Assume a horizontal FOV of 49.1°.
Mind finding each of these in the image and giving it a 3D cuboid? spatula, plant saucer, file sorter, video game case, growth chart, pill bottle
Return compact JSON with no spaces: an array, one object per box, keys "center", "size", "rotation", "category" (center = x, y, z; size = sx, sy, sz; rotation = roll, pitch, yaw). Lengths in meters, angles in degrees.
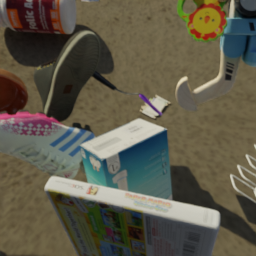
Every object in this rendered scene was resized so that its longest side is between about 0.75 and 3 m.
[{"center":[-0.136,-0.934,6.895],"size":[2.285,0.646,0.235],"rotation":[28,102,4],"category":"spatula"},{"center":[-2.881,-0.570,5.297],"size":[1.863,1.863,0.301],"rotation":[-17,67,-10],"category":"plant saucer"},{"center":[2.633,0.819,5.431],"size":[0.726,0.809,1.165],"rotation":[32,108,4],"category":"file sorter"},{"center":[0.073,1.636,3.991],"size":[2.085,2.291,0.262],"rotation":[8,46,15],"category":"video game case"},{"center":[0.834,-0.677,8.843],"size":[0.633,0.078,0.875],"rotation":[36,66,20],"category":"growth chart"},{"center":[-3.449,-4.282,10.040],"size":[2.882,1.645,1.645],"rotation":[3,60,2],"category":"pill bottle"}]

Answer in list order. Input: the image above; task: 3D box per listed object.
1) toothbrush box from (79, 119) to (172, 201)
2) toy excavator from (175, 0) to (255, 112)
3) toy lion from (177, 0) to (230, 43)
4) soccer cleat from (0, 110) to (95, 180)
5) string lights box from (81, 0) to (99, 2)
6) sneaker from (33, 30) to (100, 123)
[{"center":[0.036,0.900,4.788],"size":[1.271,1.736,0.740],"rotation":[-25,29,-29],"category":"toothbrush box"},{"center":[2.443,-1.654,6.167],"size":[2.640,2.715,1.356],"rotation":[4,18,11],"category":"toy excavator"},{"center":[1.402,-2.168,5.322],"size":[1.036,0.356,0.993],"rotation":[24,103,18],"category":"toy lion"},{"center":[-1.485,0.424,5.318],"size":[0.950,2.719,1.174],"rotation":[-24,71,30],"category":"soccer cleat"},{"center":[-0.875,-3.264,6.163],"size":[0.259,0.879,0.452],"rotation":[-16,30,-27],"category":"string lights box"},{"center":[-1.486,-1.301,6.046],"size":[0.859,2.297,1.220],"rotation":[-4,50,-44],"category":"sneaker"}]
